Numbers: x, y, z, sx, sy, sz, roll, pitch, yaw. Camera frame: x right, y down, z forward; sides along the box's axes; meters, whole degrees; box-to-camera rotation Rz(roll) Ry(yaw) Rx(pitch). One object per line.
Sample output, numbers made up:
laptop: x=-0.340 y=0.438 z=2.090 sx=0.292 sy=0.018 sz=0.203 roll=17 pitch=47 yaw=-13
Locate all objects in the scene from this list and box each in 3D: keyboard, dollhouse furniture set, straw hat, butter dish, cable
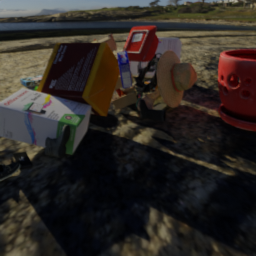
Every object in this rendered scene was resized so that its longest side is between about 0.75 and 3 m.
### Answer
keyboard: x=-3.123 y=0.947 z=8.061 sx=0.537 sy=0.115 sz=0.895 roll=-7 pitch=24 yaw=-31
dollhouse furniture set: x=-0.812 y=-2.468 z=12.350 sx=1.498 sy=2.876 sz=2.908 roll=-22 pitch=29 yaw=9
straw hat: x=2.192 y=-2.074 z=11.329 sx=1.030 sy=2.435 sz=2.435 roll=-3 pitch=19 yaw=37
butter dish: x=0.608 y=-2.986 z=10.532 sx=1.046 sy=1.411 sz=1.415 roll=23 pitch=-2 yaw=-42
cable: x=0.834 y=-2.223 z=11.830 sx=1.679 sy=0.523 sz=2.058 roll=-33 pitch=34 yaw=36

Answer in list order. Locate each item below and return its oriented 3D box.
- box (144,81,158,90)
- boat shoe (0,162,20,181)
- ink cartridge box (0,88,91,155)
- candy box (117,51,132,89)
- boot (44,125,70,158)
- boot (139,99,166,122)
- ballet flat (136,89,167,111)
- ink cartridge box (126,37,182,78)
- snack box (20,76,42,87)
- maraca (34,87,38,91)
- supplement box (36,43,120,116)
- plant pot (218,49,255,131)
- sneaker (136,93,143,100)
box: x=1.691 y=-2.370 z=15.048 sx=0.932 sy=0.325 sz=1.566 roll=20 pitch=29 yaw=37
boat shoe: x=-3.295 y=1.121 z=7.294 sx=0.382 sy=0.339 sz=1.023 roll=17 pitch=36 yaw=37
ink cartridge box: x=-2.656 y=-0.276 z=8.991 sx=2.502 sy=1.051 sz=1.812 roll=14 pitch=26 yaw=1
candy box: x=-0.113 y=-1.957 z=9.462 sx=0.367 sy=0.953 sz=0.806 roll=-9 pitch=44 yaw=0
boot: x=-2.022 y=0.342 z=7.851 sx=0.636 sy=0.973 sz=0.329 roll=12 pitch=-4 yaw=15
boot: x=0.939 y=-0.664 z=10.671 sx=0.999 sy=0.823 sz=0.328 roll=12 pitch=37 yaw=32
ballet flat: x=1.402 y=-1.214 z=12.061 sx=0.875 sy=0.886 sz=2.602 roll=29 pitch=43 yaw=27
ink cartridge box: x=1.408 y=-4.010 z=16.093 sx=2.999 sy=2.213 sz=1.284 roll=7 pitch=8 yaw=17
snack box: x=-5.138 y=-2.652 z=15.676 sx=1.515 sy=0.281 sz=0.880 roll=-18 pitch=30 yaw=-34
maraca: x=-3.634 y=-1.872 z=13.275 sx=1.107 sy=0.864 sz=1.615 roll=24 pitch=31 yaw=34
supplement box: x=-1.777 y=-1.827 z=10.456 sx=2.249 sy=2.218 sz=1.493 roll=7 pitch=-20 yaw=24
plant pot: x=4.669 y=-1.430 z=10.257 sx=2.828 sy=2.575 sz=2.828 roll=0 pitch=25 yaw=0
sneaker: x=0.422 y=-1.447 z=13.059 sx=0.805 sy=0.297 sz=0.352 roll=-21 pitch=32 yaw=-30
